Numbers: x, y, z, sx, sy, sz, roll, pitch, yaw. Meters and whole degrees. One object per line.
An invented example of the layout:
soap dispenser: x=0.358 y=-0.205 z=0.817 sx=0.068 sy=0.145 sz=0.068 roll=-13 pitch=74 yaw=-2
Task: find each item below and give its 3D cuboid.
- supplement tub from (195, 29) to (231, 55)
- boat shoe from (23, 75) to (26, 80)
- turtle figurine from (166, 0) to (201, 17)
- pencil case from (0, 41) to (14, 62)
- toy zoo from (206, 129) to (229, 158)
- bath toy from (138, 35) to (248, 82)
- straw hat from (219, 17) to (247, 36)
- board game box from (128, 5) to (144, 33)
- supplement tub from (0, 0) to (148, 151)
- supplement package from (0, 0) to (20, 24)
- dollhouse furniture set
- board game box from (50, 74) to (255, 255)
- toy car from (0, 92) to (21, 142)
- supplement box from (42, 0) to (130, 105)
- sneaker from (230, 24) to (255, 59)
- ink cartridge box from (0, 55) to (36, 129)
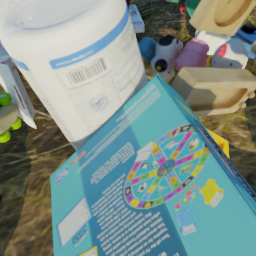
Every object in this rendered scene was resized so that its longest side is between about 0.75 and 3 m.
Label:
supplement tub: x=3.006 y=-3.437 z=9.843 sx=1.182 sy=1.182 sz=1.638 roll=12 pitch=49 yaw=11
boat shoe: x=-2.948 y=-1.700 z=8.932 sx=0.775 sy=0.279 sz=0.279 roll=-3 pitch=50 yaw=6
turtle figurine: x=1.723 y=-3.203 z=6.234 sx=1.961 sy=1.319 sz=2.620 roll=-32 pitch=33 yaw=21
pencil case: x=-4.363 y=-1.933 z=8.796 sx=0.856 sy=0.784 sz=1.886 roll=29 pitch=51 yaw=-1
toy zoo: x=1.123 y=0.459 z=4.656 sx=1.706 sy=0.175 sz=1.120 roll=28 pitch=60 yaw=-18
bath toy: x=1.206 y=-1.457 z=5.909 sx=2.393 sy=1.041 sz=0.885 roll=11 pitch=9 yaw=33
straw hat: x=2.658 y=-2.741 z=7.572 sx=1.051 sy=1.051 sz=0.445 roll=10 pitch=74 yaw=9
board game box: x=-0.346 y=-4.301 z=11.162 sx=1.673 sy=0.363 sz=1.665 roll=-8 pitch=49 yaw=-7
supplement tub: x=-0.552 y=-0.734 z=4.280 sx=1.656 sy=2.510 sz=1.656 roll=-9 pitch=49 yaw=11
supplement package: x=-1.911 y=-3.251 z=6.411 sx=2.748 sy=2.140 sz=1.524 roll=-45 pitch=83 yaw=5
dollhouse furniture set: x=1.783 y=-0.517 z=3.544 sx=2.047 sy=2.153 sz=1.754 roll=-7 pitch=52 yaw=-36
board game box: x=0.158 y=0.993 z=2.900 sx=2.157 sy=0.671 sz=2.858 roll=-43 pitch=37 yaw=16
toy car: x=-2.703 y=-0.262 z=5.429 sx=0.936 sy=0.769 sz=0.738 roll=12 pitch=45 yaw=14
supplement box: x=-0.866 y=-1.760 z=5.527 sx=0.883 sy=2.899 sz=1.578 roll=33 pitch=41 yaw=33
sneaker: x=4.709 y=-2.795 z=9.405 sx=2.659 sy=1.042 sz=0.876 roll=31 pitch=53 yaw=23
ink cartridge box: x=-2.230 y=-0.785 z=5.734 sx=0.384 sy=1.302 sz=1.626 roll=-30 pitch=29 yaw=-26
